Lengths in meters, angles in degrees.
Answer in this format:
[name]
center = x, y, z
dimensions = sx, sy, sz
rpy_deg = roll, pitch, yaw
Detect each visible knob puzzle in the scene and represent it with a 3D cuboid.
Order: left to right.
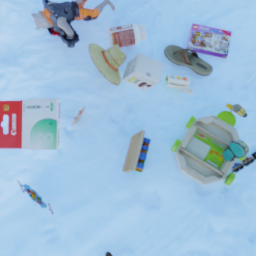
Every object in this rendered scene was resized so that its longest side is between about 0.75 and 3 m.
[knob puzzle]
center = -1.752, -0.475, 9.860
dimensions = 0.121, 0.869, 0.869
rpy_deg = 32, 75, -16

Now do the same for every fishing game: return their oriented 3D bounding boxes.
[fishing game]
center = -2.941, 2.180, 8.729
dimensions = 1.450, 1.039, 0.225
rpy_deg = 30, 53, 20

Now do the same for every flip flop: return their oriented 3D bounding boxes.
[flip flop]
center = 2.251, -2.568, 10.309
dimensions = 1.951, 0.562, 0.791
rpy_deg = 33, 68, 13

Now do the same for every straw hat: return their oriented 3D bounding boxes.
[straw hat]
center = -0.503, -2.454, 9.776
dimensions = 0.795, 1.879, 1.879
rpy_deg = -30, 74, 23

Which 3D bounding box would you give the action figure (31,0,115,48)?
[action figure]
center = -2.311, -4.496, 10.333
dimensions = 2.749, 1.487, 2.842
rpy_deg = -33, 67, -16

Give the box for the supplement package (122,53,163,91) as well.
[supplement package]
center = 0.507, -1.955, 9.940
dimensions = 1.001, 1.047, 0.770
rpy_deg = 22, 72, -21

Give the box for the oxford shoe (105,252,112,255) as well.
[oxford shoe]
center = -0.582, 4.213, 8.389
dimensions = 0.333, 0.387, 0.917
rpy_deg = -18, 75, 33

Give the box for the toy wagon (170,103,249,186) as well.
[toy wagon]
center = 2.958, 0.494, 9.681
dimensions = 2.268, 0.578, 2.923
rpy_deg = 32, 76, 8

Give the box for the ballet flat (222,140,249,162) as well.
[ballet flat]
center = 3.394, 0.634, 8.632
dimensions = 0.621, 1.673, 0.621
rpy_deg = 0, 77, 0

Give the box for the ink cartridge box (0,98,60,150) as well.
[ink cartridge box]
center = -3.486, -0.129, 9.707
dimensions = 2.211, 0.554, 1.780
rpy_deg = 0, 88, -2

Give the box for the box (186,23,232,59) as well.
[box]
center = 3.151, -3.387, 10.913
dimensions = 1.581, 0.309, 1.082
rpy_deg = 14, 75, 4

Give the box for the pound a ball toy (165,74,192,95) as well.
[pound a ball toy]
center = 1.877, -1.622, 10.193
dimensions = 0.972, 0.413, 0.634
rpy_deg = 8, 47, -10

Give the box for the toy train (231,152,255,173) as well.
[toy train]
center = 4.111, 1.151, 9.682
dimensions = 1.323, 0.226, 0.303
rpy_deg = -29, 73, -8

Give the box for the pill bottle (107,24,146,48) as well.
[pill bottle]
center = -0.051, -3.526, 10.712
dimensions = 1.398, 0.784, 0.784
rpy_deg = -12, 75, -3

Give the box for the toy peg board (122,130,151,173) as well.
[toy peg board]
center = 0.403, 0.876, 9.274
dimensions = 0.637, 1.298, 1.303
rpy_deg = 18, 74, -11

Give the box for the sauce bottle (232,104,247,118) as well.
[sauce bottle]
center = 3.660, -0.534, 9.118
dimensions = 0.280, 0.867, 0.280
rpy_deg = -13, 69, 38
